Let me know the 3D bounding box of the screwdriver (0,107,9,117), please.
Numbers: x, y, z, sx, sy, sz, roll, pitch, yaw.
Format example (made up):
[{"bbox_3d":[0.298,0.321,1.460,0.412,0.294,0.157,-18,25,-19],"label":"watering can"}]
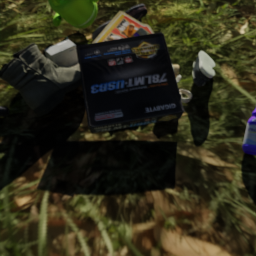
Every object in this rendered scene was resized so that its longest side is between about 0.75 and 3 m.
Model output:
[{"bbox_3d":[-4.919,-0.393,8.559,2.564,0.373,0.358,-7,22,2],"label":"screwdriver"}]

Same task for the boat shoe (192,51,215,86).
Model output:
[{"bbox_3d":[2.542,-2.070,9.664,0.758,0.605,2.005,39,34,-4],"label":"boat shoe"}]

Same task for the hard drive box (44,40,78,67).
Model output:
[{"bbox_3d":[-2.192,-2.214,9.479,0.930,1.193,0.458,-32,56,-25],"label":"hard drive box"}]

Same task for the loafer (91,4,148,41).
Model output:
[{"bbox_3d":[-0.185,-4.012,11.328,2.840,1.021,0.894,-38,92,-24],"label":"loafer"}]

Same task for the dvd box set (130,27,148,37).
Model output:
[{"bbox_3d":[0.322,-2.574,9.806,1.255,0.252,1.716,42,72,2],"label":"dvd box set"}]

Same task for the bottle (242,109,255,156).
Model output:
[{"bbox_3d":[3.579,0.002,7.658,0.625,0.489,1.497,11,78,31],"label":"bottle"}]

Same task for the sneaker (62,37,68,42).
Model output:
[{"bbox_3d":[-2.490,-3.186,10.698,0.432,0.375,0.975,-4,44,-3],"label":"sneaker"}]

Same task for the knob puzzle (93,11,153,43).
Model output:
[{"bbox_3d":[0.223,-3.148,10.305,2.632,0.365,2.632,6,65,-13],"label":"knob puzzle"}]

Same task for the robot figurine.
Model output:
[{"bbox_3d":[-2.126,-4.842,10.930,2.120,2.417,1.398,-27,73,17],"label":"robot figurine"}]

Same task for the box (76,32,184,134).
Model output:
[{"bbox_3d":[0.002,-1.373,8.333,2.737,0.680,2.717,-9,69,-4],"label":"box"}]

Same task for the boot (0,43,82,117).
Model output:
[{"bbox_3d":[-2.359,-1.868,8.645,0.981,1.892,2.897,-11,31,51],"label":"boot"}]

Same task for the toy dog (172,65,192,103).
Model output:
[{"bbox_3d":[1.272,-1.658,9.170,1.264,0.923,1.917,-14,50,-7],"label":"toy dog"}]
